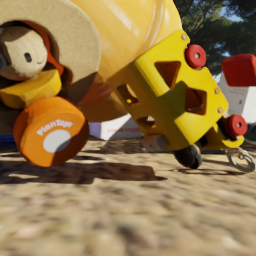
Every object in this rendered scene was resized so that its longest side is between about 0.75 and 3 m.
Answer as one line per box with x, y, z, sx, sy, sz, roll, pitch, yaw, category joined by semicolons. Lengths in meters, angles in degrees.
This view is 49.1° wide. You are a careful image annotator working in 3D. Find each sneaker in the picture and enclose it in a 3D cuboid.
2.301;-0.035;4.812;0.829;0.436;1.148;35;-14;-30;sneaker

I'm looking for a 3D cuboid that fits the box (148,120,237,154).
1.062;0.114;5.125;1.396;0.386;1.743;1;6;6;box

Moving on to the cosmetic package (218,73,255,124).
2.189;-0.567;5.451;0.702;0.850;0.701;5;11;-36;cosmetic package

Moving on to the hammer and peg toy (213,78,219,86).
1.852;-0.528;6.735;1.525;0.731;2.074;-33;-10;40;hammer and peg toy

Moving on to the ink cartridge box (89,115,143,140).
-0.226;-0.559;5.954;1.081;1.476;0.634;-3;12;-36;ink cartridge box

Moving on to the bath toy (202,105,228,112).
1.365;-0.268;4.470;0.448;0.527;1.211;33;11;15;bath toy

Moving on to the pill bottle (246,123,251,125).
3.183;-0.316;5.956;1.052;1.052;1.875;-3;8;-25;pill bottle

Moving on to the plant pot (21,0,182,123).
-0.867;-1.646;3.913;2.596;2.596;2.377;4;-15;31;plant pot

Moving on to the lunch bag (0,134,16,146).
-2.411;-0.290;5.762;2.860;1.345;2.153;7;0;-28;lunch bag

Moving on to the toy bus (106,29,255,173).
0.498;-0.108;2.930;0.855;1.562;1.656;-40;56;-23;toy bus

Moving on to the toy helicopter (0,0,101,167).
-1.506;-0.704;2.074;2.938;1.943;1.159;-1;37;-37;toy helicopter
